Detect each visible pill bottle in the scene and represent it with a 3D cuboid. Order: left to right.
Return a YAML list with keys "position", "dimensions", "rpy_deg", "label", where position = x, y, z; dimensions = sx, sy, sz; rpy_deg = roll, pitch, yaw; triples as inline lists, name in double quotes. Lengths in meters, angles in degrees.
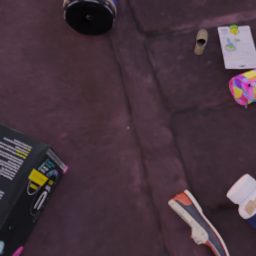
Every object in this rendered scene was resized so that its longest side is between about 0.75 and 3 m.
- position: [-1.190, -4.719, 9.210]
  dimensions: [1.664, 1.664, 2.975]
  rpy_deg: [0, 70, 0]
  label: "pill bottle"
- position: [3.482, 2.096, 6.978]
  dimensions: [1.901, 1.056, 1.056]
  rpy_deg: [43, 75, 15]
  label: "pill bottle"

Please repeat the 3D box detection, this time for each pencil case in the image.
- position: [4.205, -1.427, 8.364]
  dimensions: [2.296, 1.015, 1.015]
  rpy_deg: [-22, 71, -9]
  label: "pencil case"

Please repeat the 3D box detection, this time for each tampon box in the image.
- position: [-3.017, 1.564, 6.630]
  dimensions: [1.742, 2.068, 2.760]
  rpy_deg: [23, 71, 8]
  label: "tampon box"

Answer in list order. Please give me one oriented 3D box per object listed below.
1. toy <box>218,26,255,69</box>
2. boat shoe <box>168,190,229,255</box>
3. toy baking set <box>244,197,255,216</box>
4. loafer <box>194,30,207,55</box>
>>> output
- position: [3.508, -2.527, 9.062]
  dimensions: [1.029, 0.422, 1.787]
  rpy_deg: [-1, 64, 4]
  label: "toy"
- position: [1.771, 2.518, 7.028]
  dimensions: [0.600, 0.682, 1.916]
  rpy_deg: [-30, 69, -10]
  label: "boat shoe"
- position: [2.778, 1.303, 5.042]
  dimensions: [0.181, 1.555, 1.194]
  rpy_deg: [12, 84, -32]
  label: "toy baking set"
- position: [2.436, -2.875, 9.233]
  dimensions: [0.373, 0.331, 0.982]
  rpy_deg: [12, 70, 4]
  label: "loafer"
